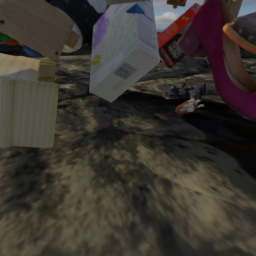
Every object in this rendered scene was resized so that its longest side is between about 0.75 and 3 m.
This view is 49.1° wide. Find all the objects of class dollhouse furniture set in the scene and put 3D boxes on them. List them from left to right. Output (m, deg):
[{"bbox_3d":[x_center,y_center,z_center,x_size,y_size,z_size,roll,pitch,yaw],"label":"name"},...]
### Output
[{"bbox_3d":[1.485,-3.537,8.873,2.946,2.400,2.802,7,28,-2],"label":"dollhouse furniture set"}]

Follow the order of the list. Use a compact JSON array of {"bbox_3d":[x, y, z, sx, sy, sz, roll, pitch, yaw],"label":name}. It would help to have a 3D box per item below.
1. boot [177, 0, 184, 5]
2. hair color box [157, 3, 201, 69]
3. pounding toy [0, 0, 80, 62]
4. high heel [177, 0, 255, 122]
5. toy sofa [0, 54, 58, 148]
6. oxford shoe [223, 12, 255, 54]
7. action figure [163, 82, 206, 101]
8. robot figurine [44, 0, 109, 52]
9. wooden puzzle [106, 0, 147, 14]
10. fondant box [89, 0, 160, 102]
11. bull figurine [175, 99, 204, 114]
[{"bbox_3d":[1.259,-3.122,5.606,0.324,0.947,0.892,8,66,-8],"label":"boot"},{"bbox_3d":[1.954,-3.290,10.117,2.143,1.088,0.656,-40,47,10],"label":"hair color box"},{"bbox_3d":[-2.015,-2.052,5.950,1.909,0.994,2.173,30,4,40],"label":"pounding toy"},{"bbox_3d":[1.900,-1.121,4.778,2.304,1.108,0.777,45,47,5],"label":"high heel"},{"bbox_3d":[-2.171,-0.678,5.636,1.376,1.168,2.820,5,19,-18],"label":"toy sofa"},{"bbox_3d":[1.790,-1.292,3.260,1.719,0.627,0.613,-20,62,-31],"label":"oxford shoe"},{"bbox_3d":[2.242,-1.545,11.559,1.801,0.625,1.172,12,32,36],"label":"action figure"},{"bbox_3d":[-1.426,-3.159,7.818,1.718,1.427,2.287,27,71,36],"label":"robot figurine"},{"bbox_3d":[-0.025,-2.101,4.183,0.686,1.017,0.119,-1,-18,8],"label":"wooden puzzle"},{"bbox_3d":[-0.141,-1.877,6.090,0.634,1.571,2.178,24,49,-32],"label":"fondant box"},{"bbox_3d":[2.149,-0.755,9.729,0.721,0.387,1.188,-14,11,47],"label":"bull figurine"}]
